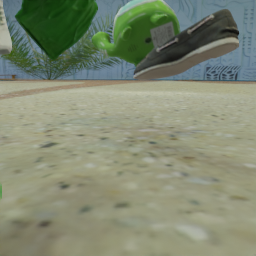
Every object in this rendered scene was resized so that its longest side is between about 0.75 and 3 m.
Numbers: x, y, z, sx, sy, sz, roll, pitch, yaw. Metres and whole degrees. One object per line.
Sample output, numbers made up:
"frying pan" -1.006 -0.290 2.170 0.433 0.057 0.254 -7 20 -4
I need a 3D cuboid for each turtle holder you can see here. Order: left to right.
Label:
"turtle holder" 0.290 -2.724 8.150 1.759 1.644 2.315 24 -51 -40

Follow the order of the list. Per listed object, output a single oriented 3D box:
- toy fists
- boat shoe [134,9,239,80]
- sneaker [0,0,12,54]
"toy fists" -1.137 -1.958 3.583 0.792 1.173 2.302 44 -7 27
"boat shoe" 1.021 -1.519 5.480 0.776 0.662 2.322 2 -11 -45
"sneaker" -3.325 -2.718 6.698 0.748 2.128 0.853 -12 -22 -48
